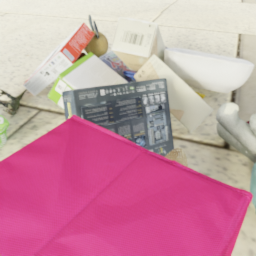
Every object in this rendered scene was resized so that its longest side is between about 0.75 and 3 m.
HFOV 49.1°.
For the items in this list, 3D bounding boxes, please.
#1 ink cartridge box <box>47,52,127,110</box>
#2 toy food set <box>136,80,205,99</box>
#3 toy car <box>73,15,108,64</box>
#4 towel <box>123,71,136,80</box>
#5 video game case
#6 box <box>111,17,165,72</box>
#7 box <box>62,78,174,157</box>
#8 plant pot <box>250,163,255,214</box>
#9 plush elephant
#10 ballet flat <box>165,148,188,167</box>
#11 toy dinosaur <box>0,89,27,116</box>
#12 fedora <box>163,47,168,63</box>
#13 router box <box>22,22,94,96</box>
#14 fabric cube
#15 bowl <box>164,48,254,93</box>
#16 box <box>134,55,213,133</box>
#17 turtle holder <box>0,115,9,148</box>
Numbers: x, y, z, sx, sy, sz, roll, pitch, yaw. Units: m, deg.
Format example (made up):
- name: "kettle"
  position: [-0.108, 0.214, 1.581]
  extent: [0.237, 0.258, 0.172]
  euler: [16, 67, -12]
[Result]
- name: "ink cartridge box"
  position: [-0.836, -0.925, 9.316]
  extent: [2.840, 1.076, 2.099]
  euler: [39, 40, -4]
- name: "toy food set"
  position: [1.442, -1.045, 9.718]
  extent: [2.292, 0.749, 1.348]
  euler: [14, 10, 13]
- name: "toy car"
  position: [-1.516, -3.189, 11.173]
  extent: [1.832, 2.323, 1.908]
  euler: [-7, 35, -17]
- name: "towel"
  position: [0.829, -1.793, 10.412]
  extent: [1.865, 0.222, 1.350]
  euler: [9, 13, -20]
- name: "video game case"
  position: [-0.082, -2.382, 11.192]
  extent: [1.962, 0.247, 2.154]
  euler: [38, 44, 5]
- name: "box"
  position: [0.476, -2.662, 9.574]
  extent: [1.292, 1.058, 2.721]
  euler: [15, 2, 14]
- name: "box"
  position: [-0.113, -0.022, 6.650]
  extent: [2.615, 2.062, 0.667]
  euler: [-14, 10, -33]
- name: "plant pot"
  position: [3.141, 1.434, 5.564]
  extent: [1.554, 1.554, 1.041]
  euler: [20, 50, 26]
- name: "plush elephant"
  position: [3.776, -0.051, 6.790]
  extent: [2.162, 2.300, 2.793]
  euler: [-46, 63, 4]
- name: "ballet flat"
  position: [0.755, 1.403, 5.661]
  extent: [0.777, 0.839, 2.381]
  euler: [-3, 46, 55]
- name: "toy dinosaur"
  position: [-4.107, -0.943, 9.736]
  extent: [0.837, 0.451, 1.899]
  euler: [11, 34, -10]
- name: "fedora"
  position: [1.526, -3.235, 12.372]
  extent: [1.026, 0.524, 1.161]
  euler: [-24, 20, 5]
- name: "router box"
  position: [-2.551, -2.514, 10.314]
  extent: [2.443, 0.597, 2.193]
  euler: [-27, 30, 37]
- name: "fabric cube"
  position: [-0.569, 2.036, 3.508]
  extent: [2.895, 2.840, 2.886]
  euler: [22, 39, 29]
- name: "bowl"
  position: [2.769, -2.076, 10.005]
  extent: [2.952, 1.102, 2.947]
  euler: [13, 21, 13]
- name: "box"
  position: [1.337, -0.983, 8.214]
  extent: [2.293, 0.891, 1.089]
  euler: [46, 11, 9]
- name: "turtle holder"
  position: [-4.402, -0.099, 7.408]
  extent: [1.862, 1.740, 2.450]
  euler: [-25, 42, -31]
